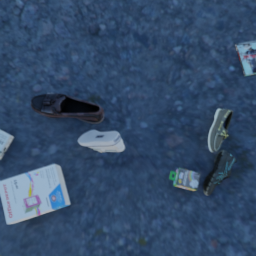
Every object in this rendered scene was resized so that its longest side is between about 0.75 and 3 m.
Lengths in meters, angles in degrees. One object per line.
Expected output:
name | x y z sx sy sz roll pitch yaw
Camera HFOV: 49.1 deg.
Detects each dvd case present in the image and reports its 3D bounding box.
dvd case | 5.107 -2.886 11.539 1.042 0.157 1.428 -10 76 -2

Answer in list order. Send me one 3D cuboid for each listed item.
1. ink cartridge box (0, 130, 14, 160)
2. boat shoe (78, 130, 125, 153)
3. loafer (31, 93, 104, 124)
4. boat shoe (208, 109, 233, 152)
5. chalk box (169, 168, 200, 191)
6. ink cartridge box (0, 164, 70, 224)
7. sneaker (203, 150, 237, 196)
ink cartridge box | -5.004 0.642 10.453 0.867 0.491 1.183 28 81 0
boat shoe | -0.971 0.540 10.061 0.767 2.131 0.700 -52 124 -38
loafer | -2.284 -0.855 10.569 2.852 0.898 1.025 11 74 -3
boat shoe | 3.451 0.077 10.444 0.537 0.641 1.795 2 62 42
chalk box | 1.965 1.816 9.970 0.996 0.617 0.620 15 74 5
ink cartridge box | -3.313 2.338 9.917 2.082 0.881 1.504 -18 77 -3
sneaker | 3.336 1.711 10.147 0.700 0.666 1.766 28 90 -5
